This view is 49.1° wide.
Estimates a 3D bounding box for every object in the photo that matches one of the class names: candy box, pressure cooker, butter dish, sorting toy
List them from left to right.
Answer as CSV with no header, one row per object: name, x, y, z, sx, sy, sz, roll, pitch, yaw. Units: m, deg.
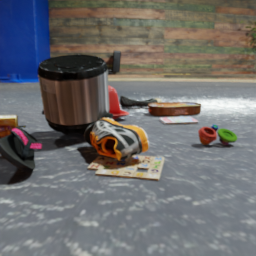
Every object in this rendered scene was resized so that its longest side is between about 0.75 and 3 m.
candy box,-4.389,0.137,8.933,1.664,0.971,0.470,-3,13,-14
pressure cooker,-1.906,-1.050,10.070,2.471,2.766,2.433,-9,29,-14
butter dish,-1.811,-1.509,13.398,2.925,2.168,2.933,-8,15,-32
sorting toy,2.888,0.327,9.322,1.313,0.539,0.789,9,36,-9

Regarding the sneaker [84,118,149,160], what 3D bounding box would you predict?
sneaker,-0.601,0.349,8.004,0.990,1.003,2.563,-29,20,-35

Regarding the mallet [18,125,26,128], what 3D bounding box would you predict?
mallet,-4.568,-0.087,11.335,0.206,0.329,1.000,28,23,26

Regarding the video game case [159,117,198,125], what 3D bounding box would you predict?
video game case,2.290,-0.324,12.806,1.519,0.133,1.086,-2,13,-8

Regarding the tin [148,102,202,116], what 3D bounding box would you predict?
tin,2.485,-1.018,14.919,2.922,0.612,1.636,-3,9,-13

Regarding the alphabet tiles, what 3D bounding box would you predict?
alphabet tiles,-0.037,0.972,7.330,1.845,0.070,1.542,3,14,12

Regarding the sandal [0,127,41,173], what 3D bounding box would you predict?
sandal,-2.768,0.359,7.476,1.048,0.629,2.790,42,1,-21

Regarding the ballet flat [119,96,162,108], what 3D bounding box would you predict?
ballet flat,0.773,-1.610,16.792,2.596,0.738,0.863,-3,4,-11
